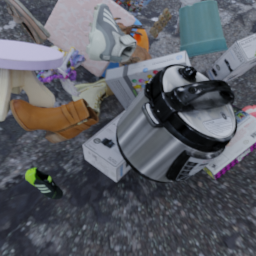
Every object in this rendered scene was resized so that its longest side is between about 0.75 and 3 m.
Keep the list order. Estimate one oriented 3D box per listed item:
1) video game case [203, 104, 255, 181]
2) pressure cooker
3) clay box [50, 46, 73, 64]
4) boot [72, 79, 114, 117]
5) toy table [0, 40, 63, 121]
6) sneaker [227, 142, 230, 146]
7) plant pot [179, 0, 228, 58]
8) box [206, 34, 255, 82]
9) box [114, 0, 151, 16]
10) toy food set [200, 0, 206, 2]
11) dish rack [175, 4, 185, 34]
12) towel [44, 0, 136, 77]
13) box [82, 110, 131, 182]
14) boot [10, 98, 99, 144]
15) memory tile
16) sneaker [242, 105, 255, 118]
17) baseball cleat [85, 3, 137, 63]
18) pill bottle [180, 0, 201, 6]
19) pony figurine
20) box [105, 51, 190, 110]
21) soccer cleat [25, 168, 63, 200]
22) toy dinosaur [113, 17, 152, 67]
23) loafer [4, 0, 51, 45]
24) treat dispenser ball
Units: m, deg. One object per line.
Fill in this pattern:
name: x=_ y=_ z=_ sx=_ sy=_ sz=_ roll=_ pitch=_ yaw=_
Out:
video game case: x=2.922 y=0.258 z=9.017 sx=2.348 sy=0.420 sz=2.128 roll=-36 pitch=44 yaw=-9
pressure cooker: x=1.294 y=-0.203 z=7.331 sx=2.617 sy=2.930 sz=2.577 roll=31 pitch=44 yaw=-10
clay box: x=-2.965 y=-4.114 z=14.841 sx=2.308 sy=0.549 sz=1.326 roll=-31 pitch=54 yaw=-26
boot: x=-1.227 y=-1.206 z=11.861 sx=2.342 sy=0.844 sz=1.811 roll=-10 pitch=46 yaw=-2
toy table: x=-3.275 y=-1.436 z=7.850 sx=2.718 sy=1.592 sz=2.498 roll=11 pitch=29 yaw=0
sneaker: x=2.834 y=-0.152 z=8.420 sx=0.611 sy=0.604 sz=1.539 roll=23 pitch=66 yaw=-13
plant pot: x=2.535 y=-3.409 z=9.813 sx=1.737 sy=1.701 sz=1.737 roll=-10 pitch=11 yaw=2
box: x=3.617 y=-2.199 z=9.093 sx=1.300 sy=2.228 sz=0.670 roll=-25 pitch=82 yaw=-13
box: x=0.280 y=-5.071 z=10.776 sx=1.048 sy=1.535 sz=0.289 roll=23 pitch=68 yaw=-25
toy food set: x=3.074 y=-5.206 z=11.742 sx=0.213 sy=0.733 sz=1.062 roll=-34 pitch=18 yaw=-28
dish rack: x=2.319 y=-4.758 z=12.080 sx=0.287 sy=1.319 sz=1.132 roll=13 pitch=87 yaw=5
towel: x=-1.529 y=-3.804 z=10.633 sx=2.830 sy=2.703 sz=0.456 roll=37 pitch=23 yaw=-5
box: x=-0.091 y=0.459 z=10.254 sx=1.634 sy=0.842 sz=2.801 roll=30 pitch=54 yaw=26
boot: x=-2.046 y=-0.383 z=8.085 sx=1.741 sy=2.242 sz=0.860 roll=-23 pitch=47 yaw=16
memory tile: x=1.245 y=-3.947 z=10.651 sx=0.091 sy=0.832 sz=1.085 roll=41 pitch=101 yaw=19
sneaker: x=5.733 y=-0.311 z=11.134 sx=2.547 sy=0.939 sz=1.105 roll=-8 pitch=59 yaw=-1
baseball cleat: x=-0.481 y=-2.657 z=8.092 sx=1.439 sy=0.943 sz=2.703 roll=13 pitch=48 yaw=-11
pill bottle: x=2.584 y=-5.402 z=10.687 sx=0.917 sy=0.917 sz=1.532 roll=19 pitch=55 yaw=17
pony figurine: x=-2.334 y=-2.036 z=9.927 sx=1.731 sy=1.493 sz=1.793 roll=22 pitch=65 yaw=31
box: x=0.838 y=-1.327 z=9.067 sx=2.570 sy=2.004 sz=0.529 roll=-9 pitch=55 yaw=22
soccer cleat: x=-2.002 y=1.398 z=6.920 sx=0.471 sy=1.162 sz=0.392 roll=-27 pitch=34 yaw=30
toy dinosaur: x=0.283 y=-2.480 z=9.612 sx=1.182 sy=2.754 sz=1.866 roll=-9 pitch=60 yaw=28
loafer: x=-3.488 y=-3.609 z=9.418 sx=0.645 sy=2.051 sz=0.737 roll=-46 pitch=51 yaw=1
treat dispenser ball: x=-0.556 y=-3.729 z=12.835 sx=2.993 sy=2.993 sz=2.993 roll=0 pitch=46 yaw=0
